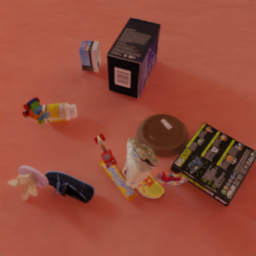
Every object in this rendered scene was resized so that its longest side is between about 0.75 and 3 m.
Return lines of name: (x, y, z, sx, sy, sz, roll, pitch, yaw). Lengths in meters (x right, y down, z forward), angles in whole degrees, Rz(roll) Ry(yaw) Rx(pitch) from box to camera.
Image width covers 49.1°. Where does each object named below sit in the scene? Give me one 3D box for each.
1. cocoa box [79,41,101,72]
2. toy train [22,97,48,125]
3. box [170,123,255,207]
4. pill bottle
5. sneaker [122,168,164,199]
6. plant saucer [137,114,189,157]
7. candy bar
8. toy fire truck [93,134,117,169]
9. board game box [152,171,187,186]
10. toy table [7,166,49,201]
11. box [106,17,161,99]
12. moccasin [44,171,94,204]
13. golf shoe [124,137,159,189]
cocoa box: (-1.852, -3.503, 13.714, 0.825, 1.257, 0.838, 6, 53, 6)
toy train: (-3.373, -0.411, 10.223, 0.822, 1.421, 0.601, 44, 54, 4)
box: (3.283, 1.277, 10.640, 2.417, 0.595, 2.503, 30, 60, 23)
pill bottle: (-2.903, -0.664, 11.952, 1.331, 0.748, 0.748, -5, 54, -4)
sneaker: (0.524, 1.820, 10.047, 1.823, 0.823, 0.713, 33, 55, 21)
plant saucer: (1.443, 0.210, 11.588, 2.168, 0.319, 2.168, 0, 53, 0)
candy bar: (-0.370, 1.886, 10.411, 0.501, 0.223, 2.009, -31, 59, -20)
toy fire truck: (-0.757, 0.720, 9.034, 0.353, 1.449, 1.022, -27, 92, -4)
board game box: (1.405, 1.599, 9.271, 0.929, 0.229, 1.176, 11, 12, 38)
toy table: (-3.557, 1.934, 9.904, 1.276, 1.173, 0.747, 7, 36, 24)
box: (0.287, -3.253, 12.939, 1.559, 2.211, 2.988, 17, 57, 11)
moccasin: (-2.164, 2.084, 9.885, 1.949, 0.784, 0.665, 14, 43, 12)
golf shoe: (0.210, 1.133, 9.486, 1.069, 2.730, 1.327, 30, 97, -2)
